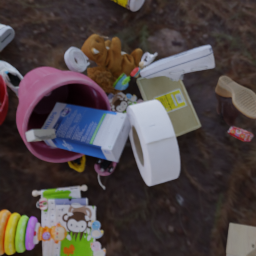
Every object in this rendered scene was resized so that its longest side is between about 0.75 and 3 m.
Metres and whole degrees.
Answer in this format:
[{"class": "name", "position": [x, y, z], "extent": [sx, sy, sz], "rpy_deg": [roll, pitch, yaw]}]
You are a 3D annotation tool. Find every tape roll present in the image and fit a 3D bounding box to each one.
[{"class": "tape roll", "position": [0.731, 0.474, 9.025], "extent": [0.934, 2.669, 2.669], "rpy_deg": [-13, 70, -8]}]

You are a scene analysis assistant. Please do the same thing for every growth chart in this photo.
[{"class": "growth chart", "position": [-0.254, -0.649, 10.826], "extent": [2.368, 0.210, 1.713], "rpy_deg": [18, 69, 6]}, {"class": "growth chart", "position": [-1.944, 3.356, 9.267], "extent": [2.153, 0.264, 2.976], "rpy_deg": [-11, 70, -5]}]

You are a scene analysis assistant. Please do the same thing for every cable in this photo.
[{"class": "cable", "position": [-1.660, -2.152, 8.922], "extent": [0.281, 0.811, 0.811], "rpy_deg": [-14, 37, 34]}]

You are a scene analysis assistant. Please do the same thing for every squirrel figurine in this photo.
[{"class": "squirrel figurine", "position": [-0.870, -2.339, 10.420], "extent": [1.544, 2.036, 2.182], "rpy_deg": [17, 91, 42]}]

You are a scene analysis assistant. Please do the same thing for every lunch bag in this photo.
[{"class": "lunch bag", "position": [3.862, 0.181, 9.727], "extent": [0.730, 0.828, 0.339], "rpy_deg": [36, 109, 43]}]

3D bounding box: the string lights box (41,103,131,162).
[{"class": "string lights box", "position": [-1.354, 0.079, 8.830], "extent": [2.586, 0.762, 1.329], "rpy_deg": [11, 59, 21]}]

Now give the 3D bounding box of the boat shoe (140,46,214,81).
[{"class": "boat shoe", "position": [1.627, -1.985, 9.474], "extent": [2.525, 0.929, 0.825], "rpy_deg": [-12, 111, 28]}]

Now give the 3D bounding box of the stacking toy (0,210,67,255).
[{"class": "stacking toy", "position": [-3.334, 3.312, 8.749], "extent": [2.796, 1.534, 1.622], "rpy_deg": [4, 68, -7]}]

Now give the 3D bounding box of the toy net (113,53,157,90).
[{"class": "toy net", "position": [0.301, -2.165, 10.036], "extent": [0.404, 1.097, 2.092], "rpy_deg": [41, 73, 3]}]

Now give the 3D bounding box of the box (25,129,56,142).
[{"class": "box", "position": [-2.506, 0.208, 8.067], "extent": [0.341, 0.829, 0.284], "rpy_deg": [-19, 83, 29]}]

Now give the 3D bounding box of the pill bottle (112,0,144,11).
[{"class": "pill bottle", "position": [-0.398, -6.220, 12.391], "extent": [2.299, 1.256, 1.256], "rpy_deg": [32, 72, 12]}]

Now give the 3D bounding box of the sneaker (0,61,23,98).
[{"class": "sneaker", "position": [-4.641, -2.059, 10.945], "extent": [2.309, 1.001, 0.866], "rpy_deg": [36, 74, 14]}]

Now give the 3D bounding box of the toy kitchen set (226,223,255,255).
[{"class": "toy kitchen set", "position": [4.420, 4.162, 8.151], "extent": [1.945, 2.385, 2.151], "rpy_deg": [29, 65, -33]}]

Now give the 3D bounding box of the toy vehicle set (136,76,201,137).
[{"class": "toy vehicle set", "position": [1.511, -0.925, 10.614], "extent": [1.598, 0.341, 2.572], "rpy_deg": [-19, 80, -7]}]

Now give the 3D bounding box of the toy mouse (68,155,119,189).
[{"class": "toy mouse", "position": [-0.982, 0.829, 9.981], "extent": [2.354, 0.513, 2.649], "rpy_deg": [-31, 61, -9]}]

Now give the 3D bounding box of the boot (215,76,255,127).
[{"class": "boot", "position": [3.727, -0.629, 9.622], "extent": [0.760, 1.748, 2.101], "rpy_deg": [-23, 48, -3]}]

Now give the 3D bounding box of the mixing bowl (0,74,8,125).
[{"class": "mixing bowl", "position": [-5.535, -0.750, 10.146], "extent": [2.822, 1.528, 2.822], "rpy_deg": [0, 68, 0]}]

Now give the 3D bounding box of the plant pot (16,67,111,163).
[{"class": "plant pot", "position": [-2.418, -0.731, 9.444], "extent": [2.910, 2.910, 2.604], "rpy_deg": [-34, 44, -12]}]

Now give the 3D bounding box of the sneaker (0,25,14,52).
[{"class": "sneaker", "position": [-5.744, -3.464, 11.681], "extent": [0.777, 0.801, 2.194], "rpy_deg": [28, 64, 25]}]
